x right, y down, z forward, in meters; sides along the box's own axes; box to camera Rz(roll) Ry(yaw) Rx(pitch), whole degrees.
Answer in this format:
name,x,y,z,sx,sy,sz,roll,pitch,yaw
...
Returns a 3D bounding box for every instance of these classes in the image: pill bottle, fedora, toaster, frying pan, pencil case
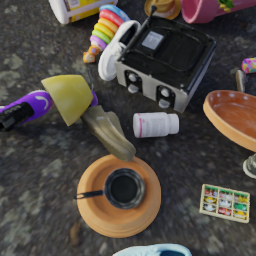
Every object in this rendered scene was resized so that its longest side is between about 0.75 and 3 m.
name,x,y,z,sx,sy,sz,roll,pitch,yaw
pill bottle,0.795,-0.093,8.059,1.207,0.684,0.684,-3,60,-8
fedora,1.348,-4.801,10.746,1.454,0.593,1.454,0,70,1
toaster,1.172,-2.060,8.658,2.376,1.559,2.628,27,69,13
frying pan,-0.373,1.682,6.925,1.702,0.277,1.029,-30,78,-15
pill bottle,-1.469,-5.096,10.507,2.844,1.554,1.554,-26,64,-14
pencil case,4.470,-2.130,9.423,1.203,0.532,0.532,-7,61,-5

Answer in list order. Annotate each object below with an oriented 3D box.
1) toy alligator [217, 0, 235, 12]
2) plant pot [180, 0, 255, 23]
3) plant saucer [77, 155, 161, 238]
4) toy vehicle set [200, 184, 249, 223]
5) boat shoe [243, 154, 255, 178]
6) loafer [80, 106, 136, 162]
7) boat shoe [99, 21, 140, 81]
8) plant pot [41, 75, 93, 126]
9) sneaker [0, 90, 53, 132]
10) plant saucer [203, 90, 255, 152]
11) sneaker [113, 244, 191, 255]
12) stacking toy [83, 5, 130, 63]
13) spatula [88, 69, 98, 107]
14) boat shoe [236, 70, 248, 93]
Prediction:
name,x,y,z,sx,sy,sz,roll,pitch,yaw
toy alligator,2.458,-3.277,7.247,0.234,0.976,0.323,22,102,42
plant pot,3.355,-5.197,9.878,2.454,2.742,2.742,-6,61,-4
plant saucer,-0.236,1.663,7.325,2.227,0.417,2.227,0,61,0
toy vehicle set,2.518,1.956,7.300,1.203,0.159,0.748,11,61,6
boat shoe,4.248,1.090,7.475,2.080,0.703,0.747,8,53,3
loafer,-0.520,0.019,7.723,0.799,0.901,2.370,-39,53,-13
boat shoe,-0.273,-2.507,8.974,0.775,0.688,2.106,24,87,-26
plant pot,-1.564,-0.893,7.678,0.992,1.397,1.397,-31,65,-12
sneaker,-3.129,-0.335,7.872,2.134,0.742,1.061,-21,23,9
plant saucer,3.467,-0.129,7.621,2.952,0.476,2.952,11,32,-7
sneaker,0.419,2.989,6.318,2.064,0.846,0.763,-12,60,-7
stacking toy,-0.888,-3.106,9.689,2.045,1.187,1.122,-55,35,-4
spatula,-1.174,-1.326,9.010,0.145,0.399,1.411,8,59,-32
boat shoe,3.751,-1.509,9.168,0.317,0.352,0.978,2,54,7
